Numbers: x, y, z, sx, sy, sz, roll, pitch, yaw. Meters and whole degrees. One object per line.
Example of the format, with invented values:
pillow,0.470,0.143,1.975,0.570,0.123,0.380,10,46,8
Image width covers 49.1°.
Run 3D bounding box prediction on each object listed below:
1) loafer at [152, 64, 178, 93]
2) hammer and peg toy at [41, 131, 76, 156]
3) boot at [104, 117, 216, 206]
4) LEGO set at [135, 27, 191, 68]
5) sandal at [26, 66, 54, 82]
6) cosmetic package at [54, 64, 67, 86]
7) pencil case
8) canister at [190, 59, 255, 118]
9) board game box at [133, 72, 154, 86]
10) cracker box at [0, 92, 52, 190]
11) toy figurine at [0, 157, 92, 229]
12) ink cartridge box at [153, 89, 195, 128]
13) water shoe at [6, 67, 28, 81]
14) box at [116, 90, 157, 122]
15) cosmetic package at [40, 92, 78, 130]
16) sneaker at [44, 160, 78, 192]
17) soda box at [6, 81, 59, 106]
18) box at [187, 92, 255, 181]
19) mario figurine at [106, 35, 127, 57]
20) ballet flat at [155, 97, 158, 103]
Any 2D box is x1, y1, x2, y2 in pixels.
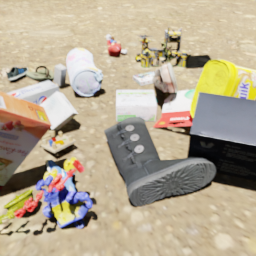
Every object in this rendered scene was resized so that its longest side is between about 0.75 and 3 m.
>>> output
loafer,1.337,-1.750,10.645,0.933,1.067,2.969,-15,4,11
hammer and peg toy,-2.190,0.444,8.386,1.102,0.388,0.810,15,34,43
boot,0.703,0.625,7.658,2.275,0.906,2.760,-13,32,-10
LEGO set,1.772,-4.174,14.234,2.845,1.649,2.188,3,34,4
sandal,-3.724,-2.396,12.166,0.773,0.556,1.947,22,16,0
cosmetic package,-2.842,-2.201,11.707,0.420,0.787,0.355,35,44,19
pencil case,-1.923,-2.451,11.925,1.308,1.199,2.884,-43,34,10
canister,3.391,-0.972,8.682,2.541,1.887,1.100,3,25,-30
board game box,0.909,-2.233,12.614,1.201,0.208,0.758,-15,36,-22
cracker box,-3.105,0.406,6.037,1.688,2.520,0.727,21,27,-49
toy figurine,-1.553,1.788,5.873,2.271,1.360,1.198,-31,18,21
ink cartridge box,1.906,-0.727,9.614,1.651,0.514,2.052,-3,26,37
water shoe,-4.994,-2.571,12.686,0.457,0.505,1.280,-2,33,21
box,0.267,-0.816,10.042,1.402,0.678,1.237,-1,35,-2
cosmetic package,-2.278,-0.534,9.001,0.885,0.882,0.544,-39,-5,5
sneaker,-1.704,1.306,7.090,0.643,0.566,1.441,-7,36,-34
soda box,-3.680,-1.018,10.317,2.268,0.719,0.774,-27,42,-35
box,2.558,0.281,6.898,1.998,2.032,1.193,11,64,14
mario figurine,-0.637,-4.619,15.552,1.137,0.976,1.841,-1,32,-5
ballet flat,0.692,-1.141,10.878,0.956,0.332,0.332,12,35,7
